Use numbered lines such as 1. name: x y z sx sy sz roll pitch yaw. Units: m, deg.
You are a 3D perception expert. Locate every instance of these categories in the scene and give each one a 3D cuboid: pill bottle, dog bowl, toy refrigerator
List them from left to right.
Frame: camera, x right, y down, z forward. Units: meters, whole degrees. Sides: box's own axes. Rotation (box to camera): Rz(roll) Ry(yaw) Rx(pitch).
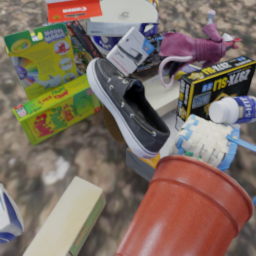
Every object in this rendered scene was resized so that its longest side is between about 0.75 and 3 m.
1. toy refrigerator: -1.471 2.539 6.483 0.898 0.974 2.566 23 58 15
2. dog bowl: -0.158 -3.947 10.882 2.616 1.030 2.616 0 56 0
3. pill bottle: 2.295 -0.368 6.074 0.986 0.590 0.590 -6 55 -22

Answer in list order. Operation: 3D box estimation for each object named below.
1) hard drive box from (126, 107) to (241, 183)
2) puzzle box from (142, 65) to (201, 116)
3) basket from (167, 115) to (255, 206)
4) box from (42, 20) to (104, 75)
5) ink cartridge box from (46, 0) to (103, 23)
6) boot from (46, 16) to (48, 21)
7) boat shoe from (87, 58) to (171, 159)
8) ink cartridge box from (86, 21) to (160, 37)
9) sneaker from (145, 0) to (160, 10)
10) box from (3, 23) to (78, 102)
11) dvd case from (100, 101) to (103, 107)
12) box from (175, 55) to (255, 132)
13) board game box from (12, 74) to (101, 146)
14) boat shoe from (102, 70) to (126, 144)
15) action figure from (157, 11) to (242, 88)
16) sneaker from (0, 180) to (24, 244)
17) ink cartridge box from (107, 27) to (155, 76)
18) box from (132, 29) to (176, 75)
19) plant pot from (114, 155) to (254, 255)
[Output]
1. hard drive box: 1.516 0.509 7.855 2.023 0.997 2.595 34 62 20
2. puzzle box: 1.268 -1.183 8.234 2.366 0.301 1.574 -29 37 -19
3. basket: 1.875 0.884 5.946 2.129 1.877 1.481 24 39 9
4. box: -1.680 -2.514 8.957 1.372 2.009 0.379 6 61 34
5. ink cartridge box: -1.560 -3.716 7.737 1.495 0.441 1.868 -10 57 -5
6. boot: -2.026 -3.617 8.707 0.761 0.924 0.303 13 32 -36
7. boat shoe: 0.010 -0.663 6.048 0.964 0.914 2.758 -1 53 -42
8. ink cartridge box: -0.063 -3.060 8.718 2.039 0.414 2.035 3 18 8
9. sneaker: 0.837 -5.704 12.386 0.638 0.530 1.415 -20 57 -20
10. box: -2.381 -1.721 8.182 1.682 2.867 0.694 -19 57 -13
11. dvd case: -0.477 -0.860 9.342 0.827 0.091 0.603 -17 57 -10
12. box: 2.155 -0.790 6.995 1.994 1.593 0.492 -20 42 -21
13. board game box: -2.040 -0.551 8.414 2.403 1.221 0.572 -30 59 -18
14. boat shoe: -0.220 -0.719 7.616 0.856 0.858 2.377 2 61 -46
15. action figure: 1.955 -2.215 7.785 2.301 1.542 1.714 -6 33 16
16. sneaker: -3.816 1.944 6.934 1.564 1.094 2.708 -35 56 -18
17. ink cartridge box: 0.052 -1.996 7.439 1.061 0.767 0.447 -45 17 12
18. box: 0.824 -2.544 9.458 1.475 1.464 0.366 -20 72 -16
19. plant pot: 0.952 2.023 5.410 2.170 2.170 2.111 29 59 18
